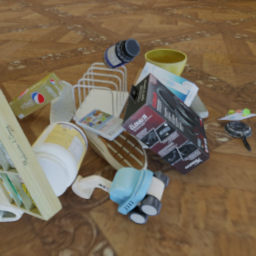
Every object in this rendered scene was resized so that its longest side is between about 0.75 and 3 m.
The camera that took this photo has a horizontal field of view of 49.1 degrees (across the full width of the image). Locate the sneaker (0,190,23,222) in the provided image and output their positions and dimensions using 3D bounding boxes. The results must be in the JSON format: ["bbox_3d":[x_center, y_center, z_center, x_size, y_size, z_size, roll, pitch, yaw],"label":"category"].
[{"bbox_3d":[-3.298,1.693,6.985,1.842,0.679,1.065,11,33,13],"label":"sneaker"}]

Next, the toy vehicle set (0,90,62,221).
[{"bbox_3d":[-2.541,0.371,5.572,1.848,2.974,0.394,-7,21,48],"label":"toy vehicle set"}]

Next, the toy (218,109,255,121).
[{"bbox_3d":[3.745,-0.472,9.688,0.748,0.307,1.300,4,-5,-9],"label":"toy"}]

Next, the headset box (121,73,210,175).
[{"bbox_3d":[1.028,-0.238,8.206,2.690,1.039,2.002,39,30,-17],"label":"headset box"}]

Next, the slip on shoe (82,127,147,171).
[{"bbox_3d":[-0.474,0.606,8.390,1.087,0.866,2.860,-26,45,-30],"label":"slip on shoe"}]

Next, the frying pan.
[{"bbox_3d":[3.751,0.186,9.586,0.944,0.254,1.560,12,33,17],"label":"frying pan"}]

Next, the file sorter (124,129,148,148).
[{"bbox_3d":[0.319,0.257,9.165,0.904,0.563,0.627,-1,35,-3],"label":"file sorter"}]

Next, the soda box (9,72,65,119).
[{"bbox_3d":[-3.246,-1.112,9.892,2.094,0.670,0.709,-23,33,27],"label":"soda box"}]

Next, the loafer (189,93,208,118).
[{"bbox_3d":[2.445,-1.070,10.940,0.715,0.713,2.045,-13,37,-17],"label":"loafer"}]

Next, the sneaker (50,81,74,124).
[{"bbox_3d":[-2.564,-0.757,10.517,0.814,0.858,2.131,32,42,-31],"label":"sneaker"}]

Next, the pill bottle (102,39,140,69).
[{"bbox_3d":[-0.254,-2.744,10.381,0.836,0.836,1.495,-28,11,-34],"label":"pill bottle"}]

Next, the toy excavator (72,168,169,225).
[{"bbox_3d":[-0.267,1.464,6.842,1.940,1.886,0.969,31,47,-3],"label":"toy excavator"}]

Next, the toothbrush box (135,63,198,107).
[{"bbox_3d":[1.279,-1.279,10.161,1.978,1.448,0.844,32,8,25],"label":"toothbrush box"}]

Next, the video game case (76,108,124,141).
[{"bbox_3d":[-0.776,-0.142,8.523,1.337,0.120,0.957,24,42,24],"label":"video game case"}]

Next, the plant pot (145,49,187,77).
[{"bbox_3d":[1.648,-2.640,12.699,1.831,1.300,1.831,0,35,0],"label":"plant pot"}]

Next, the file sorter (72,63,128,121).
[{"bbox_3d":[-1.011,-1.413,10.806,1.620,1.453,2.334,7,35,10],"label":"file sorter"}]

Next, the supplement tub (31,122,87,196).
[{"bbox_3d":[-1.895,0.787,7.335,1.351,1.351,1.859,3,27,4],"label":"supplement tub"}]
